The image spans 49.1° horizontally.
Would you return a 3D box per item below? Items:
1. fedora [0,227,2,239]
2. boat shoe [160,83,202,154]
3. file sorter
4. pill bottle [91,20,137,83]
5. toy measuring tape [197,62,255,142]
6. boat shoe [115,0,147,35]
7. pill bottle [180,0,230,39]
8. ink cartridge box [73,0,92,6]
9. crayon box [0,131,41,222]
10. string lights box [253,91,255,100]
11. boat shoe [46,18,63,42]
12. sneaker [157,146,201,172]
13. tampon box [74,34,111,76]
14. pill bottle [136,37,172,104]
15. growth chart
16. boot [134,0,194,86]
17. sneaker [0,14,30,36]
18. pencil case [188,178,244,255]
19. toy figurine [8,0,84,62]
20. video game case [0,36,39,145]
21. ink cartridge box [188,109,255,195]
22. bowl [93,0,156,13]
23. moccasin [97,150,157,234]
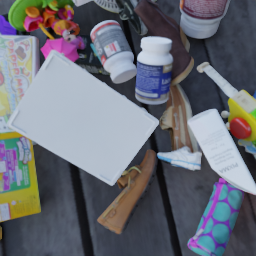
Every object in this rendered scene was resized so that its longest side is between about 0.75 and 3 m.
[{"bbox_3d":[-3.802,2.843,7.393,0.845,0.345,0.845,0,78,1],"label":"fedora"},{"bbox_3d":[1.312,-0.218,7.769,0.846,0.892,2.356,-14,75,0],"label":"boat shoe"},{"bbox_3d":[-1.023,-0.326,6.794,2.702,1.683,1.875,33,100,-15],"label":"file sorter"},{"bbox_3d":[-0.356,-1.986,7.381,0.845,0.845,1.458,-22,79,-5],"label":"pill bottle"},{"bbox_3d":[2.457,-0.471,6.532,0.914,0.914,2.485,-37,67,-7],"label":"toy measuring tape"},{"bbox_3d":[-0.035,-3.483,8.247,0.565,0.628,1.776,-38,117,-13],"label":"boat shoe"},{"bbox_3d":[2.146,-3.755,7.645,1.345,2.356,1.345,0,57,1],"label":"pill bottle"},{"bbox_3d":[-0.711,-4.609,7.691,2.552,0.728,2.074,-25,63,-12],"label":"ink cartridge box"},{"bbox_3d":[-3.056,1.187,7.117,1.300,0.638,2.189,-7,91,-28],"label":"crayon box"},{"bbox_3d":[3.737,-0.504,7.346,0.955,0.548,1.859,54,42,-9],"label":"string lights box"},{"bbox_3d":[-2.207,-2.517,8.419,0.588,0.530,1.636,-1,78,0],"label":"boat shoe"},{"bbox_3d":[1.333,0.727,7.219,1.257,0.471,0.545,10,77,39],"label":"sneaker"},{"bbox_3d":[-0.867,-2.102,8.224,1.173,0.741,0.879,9,78,2],"label":"tampon box"},{"bbox_3d":[0.613,-1.352,6.628,0.829,0.829,1.433,2,120,0],"label":"pill bottle"},{"bbox_3d":[3.564,0.595,6.826,1.999,0.245,2.762,4,42,-30],"label":"growth chart"},{"bbox_3d":[0.841,-2.392,7.537,2.016,0.877,2.423,40,39,-21],"label":"boot"},{"bbox_3d":[-3.316,-2.649,8.364,0.995,0.695,2.000,-32,80,-7],"label":"sneaker"},{"bbox_3d":[2.235,2.297,7.065,0.867,0.799,1.877,41,67,-24],"label":"pencil case"},{"bbox_3d":[-1.881,-2.537,7.644,1.970,1.479,1.813,-28,82,-35],"label":"toy figurine"},{"bbox_3d":[-3.863,-1.049,7.787,2.703,0.340,2.970,2,94,2],"label":"video game case"},{"bbox_3d":[2.482,0.989,6.734,0.851,2.424,2.983,-23,85,17],"label":"ink cartridge box"},{"bbox_3d":[-0.108,-5.017,8.598,2.609,1.224,2.609,0,79,0],"label":"bowl"},{"bbox_3d":[0.026,1.546,7.383,0.906,0.858,2.347,30,76,7],"label":"moccasin"}]
